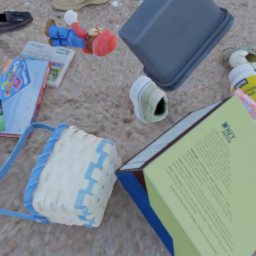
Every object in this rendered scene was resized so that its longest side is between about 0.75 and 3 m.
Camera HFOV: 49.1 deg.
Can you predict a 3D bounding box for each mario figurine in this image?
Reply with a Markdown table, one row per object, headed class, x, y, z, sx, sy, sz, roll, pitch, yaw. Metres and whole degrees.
| class | x | y | z | sx | sy | sz | roll | pitch | yaw |
| --- | --- | --- | --- | --- | --- | --- | --- | --- | --- |
| mario figurine | -0.830 | -1.740 | 5.261 | 1.296 | 0.800 | 0.687 | 12 | 99 | 6 |

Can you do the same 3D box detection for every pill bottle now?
| class | x | y | z | sx | sy | sz | roll | pitch | yaw |
| --- | --- | --- | --- | --- | --- | --- | --- | --- | --- |
| pill bottle | 3.958 | -1.057 | 8.924 | 1.105 | 1.105 | 1.972 | -9 | 56 | -6 |

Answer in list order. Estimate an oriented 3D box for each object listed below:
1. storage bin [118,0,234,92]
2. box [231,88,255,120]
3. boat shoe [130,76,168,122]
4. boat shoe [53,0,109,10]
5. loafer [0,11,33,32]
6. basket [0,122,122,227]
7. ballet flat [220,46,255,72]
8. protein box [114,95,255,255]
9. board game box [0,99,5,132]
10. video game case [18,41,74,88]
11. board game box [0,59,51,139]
| class | x | y | z | sx | sy | sz | roll | pitch | yaw |
| --- | --- | --- | --- | --- | --- | --- | --- | --- | --- |
| storage bin | 0.936 | -2.341 | 6.495 | 2.307 | 1.549 | 1.679 | -48 | 40 | 8 |
| box | 2.843 | -0.559 | 6.876 | 0.785 | 0.371 | 0.403 | 42 | 37 | 10 |
| boat shoe | 0.405 | -0.326 | 4.574 | 0.471 | 1.520 | 0.547 | 43 | 91 | 19 |
| boat shoe | -2.100 | -5.900 | 12.381 | 2.543 | 0.820 | 0.906 | -17 | 58 | -11 |
| loafer | -5.049 | -4.385 | 11.422 | 2.241 | 0.706 | 0.805 | -24 | 59 | -15 |
| basket | -1.798 | 1.150 | 6.886 | 2.877 | 2.001 | 2.536 | 15 | 59 | 13 |
| ballet flat | 4.346 | -2.204 | 9.622 | 2.566 | 0.870 | 0.966 | 27 | 29 | 24 |
| protein box | 1.703 | 1.232 | 6.290 | 2.709 | 1.828 | 2.689 | -36 | 94 | -22 |
| board game box | -3.191 | -0.290 | 6.626 | 0.451 | 0.101 | 0.861 | -6 | 64 | -25 |
| video game case | -3.140 | -2.368 | 10.274 | 1.875 | 0.207 | 1.706 | 14 | 62 | 9 |
| board game box | -3.652 | -1.053 | 9.274 | 1.527 | 0.288 | 2.967 | 5 | 61 | 2 |
